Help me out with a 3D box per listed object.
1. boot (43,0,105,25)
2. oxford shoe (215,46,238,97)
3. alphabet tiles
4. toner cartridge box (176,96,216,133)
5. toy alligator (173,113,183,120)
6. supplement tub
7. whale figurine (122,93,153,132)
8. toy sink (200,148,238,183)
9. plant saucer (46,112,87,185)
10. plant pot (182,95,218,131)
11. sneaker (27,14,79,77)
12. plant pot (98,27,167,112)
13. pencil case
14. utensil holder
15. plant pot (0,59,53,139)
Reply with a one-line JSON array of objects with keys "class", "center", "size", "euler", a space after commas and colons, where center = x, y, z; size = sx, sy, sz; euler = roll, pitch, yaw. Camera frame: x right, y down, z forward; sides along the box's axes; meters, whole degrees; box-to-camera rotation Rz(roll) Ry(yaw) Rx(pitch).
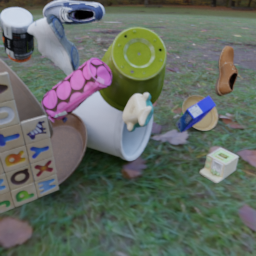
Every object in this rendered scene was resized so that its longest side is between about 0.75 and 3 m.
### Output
[{"class": "boot", "center": [-2.265, -4.447, 10.812], "size": [2.559, 0.931, 1.156], "euler": [0, 26, 12]}, {"class": "oxford shoe", "center": [2.488, -1.417, 6.847], "size": [0.466, 1.308, 0.466], "euler": [16, -13, -31]}, {"class": "alphabet tiles", "center": [-2.216, 0.447, 4.309], "size": [2.102, 2.515, 0.095], "euler": [-19, 38, -27]}, {"class": "toner cartridge box", "center": [2.007, -0.365, 8.539], "size": [0.790, 1.663, 0.359], "euler": [-30, 78, -9]}, {"class": "toy alligator", "center": [2.768, -0.571, 12.147], "size": [2.217, 0.657, 0.601], "euler": [-27, 80, -40]}, {"class": "supplement tub", "center": [-3.566, -2.956, 9.104], "size": [0.973, 1.588, 0.973], "euler": [8, 56, -12]}, {"class": "whale figurine", "center": [0.229, -0.213, 4.397], "size": [0.435, 0.667, 0.839], "euler": [25, 4, -21]}, {"class": "toy sink", "center": [2.901, 1.165, 8.957], "size": [1.063, 0.596, 0.693], "euler": [-22, 36, -34]}, {"class": "plant saucer", "center": [-2.426, 0.758, 8.721], "size": [2.841, 0.520, 2.841], "euler": [-13, 53, 18]}, {"class": "plant pot", "center": [2.971, -0.606, 11.722], "size": [1.634, 0.225, 1.634], "euler": [7, 66, -15]}, {"class": "sneaker", "center": [-2.248, -2.465, 8.834], "size": [0.986, 2.264, 0.843], "euler": [-8, 47, 17]}, {"class": "plant pot", "center": [0.140, -1.528, 7.111], "size": [1.956, 1.956, 1.884], "euler": [-3, -8, -6]}, {"class": "pencil case", "center": [-1.175, -0.818, 6.375], "size": [1.738, 0.789, 0.814], "euler": [-33, 31, 28]}, {"class": "utensil holder", "center": [-0.810, -0.295, 9.873], "size": [2.701, 2.295, 2.295], "euler": [15, 32, 26]}, {"class": "plant pot", "center": [-3.172, -0.048, 5.580], "size": [2.536, 2.536, 2.212], "euler": [25, 60, 38]}]
